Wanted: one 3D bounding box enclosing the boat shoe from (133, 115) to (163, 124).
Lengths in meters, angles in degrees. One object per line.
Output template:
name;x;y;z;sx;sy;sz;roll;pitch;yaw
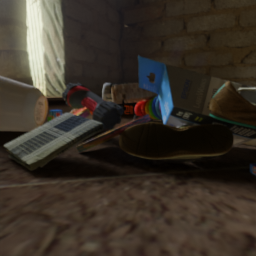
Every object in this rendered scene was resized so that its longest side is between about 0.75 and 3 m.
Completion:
boat shoe;0.959;-0.289;10.858;1.728;0.492;0.578;-5;9;-31

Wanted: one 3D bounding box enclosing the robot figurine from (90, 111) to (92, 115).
robot figurine;-1.615;-0.593;11.253;0.631;1.083;0.779;22;28;7

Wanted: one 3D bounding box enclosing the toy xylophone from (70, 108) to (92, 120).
toy xylophone;-1.523;-0.422;9.744;1.575;0.540;2.151;-37;16;-15

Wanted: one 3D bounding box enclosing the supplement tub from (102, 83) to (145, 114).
supplement tub;0.028;-1.657;15.915;2.865;1.755;1.755;0;8;1

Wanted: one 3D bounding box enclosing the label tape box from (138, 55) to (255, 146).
label tape box;1.496;-0.488;6.482;2.884;0.913;2.080;16;-10;6

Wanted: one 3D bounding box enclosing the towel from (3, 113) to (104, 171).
towel;-1.624;0.251;6.047;1.795;0.310;1.729;-32;29;-30

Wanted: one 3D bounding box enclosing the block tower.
block tower;0.518;-1.362;10.768;2.266;0.655;0.612;-8;-11;-6

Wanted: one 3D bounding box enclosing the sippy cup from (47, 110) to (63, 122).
sippy cup;-2.818;-0.374;10.955;0.686;0.641;0.874;-2;8;-19

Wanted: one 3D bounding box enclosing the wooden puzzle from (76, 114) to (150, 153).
wooden puzzle;-0.341;0.128;6.748;1.392;0.165;2.348;-23;2;34

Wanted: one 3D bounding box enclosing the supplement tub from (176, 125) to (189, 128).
supplement tub;1.338;0.317;6.091;0.574;0.574;0.791;-3;24;-17

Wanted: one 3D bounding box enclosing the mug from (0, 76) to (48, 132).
mug;-3.910;-0.907;9.832;2.044;1.994;2.490;9;44;6

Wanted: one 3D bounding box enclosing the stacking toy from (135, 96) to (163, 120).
stacking toy;1.067;-0.711;10.347;1.123;1.123;2.630;-5;1;-31

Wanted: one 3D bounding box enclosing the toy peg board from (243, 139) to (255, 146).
toy peg board;3.665;-0.377;8.783;2.597;1.276;2.608;-6;10;-38

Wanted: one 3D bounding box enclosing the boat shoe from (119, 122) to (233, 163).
boat shoe;0.916;0.370;5.572;2.203;0.806;0.714;2;-27;21

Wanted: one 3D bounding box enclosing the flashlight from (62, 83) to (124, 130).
flashlight;-1.240;-0.696;8.943;0.913;0.909;2.686;-3;25;-33

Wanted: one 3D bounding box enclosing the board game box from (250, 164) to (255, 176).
board game box;2.564;0.729;4.755;0.797;0.179;0.606;-1;1;8

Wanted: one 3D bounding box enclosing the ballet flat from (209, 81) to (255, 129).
ballet flat;2.556;-0.211;4.734;2.294;0.830;0.778;22;15;9
